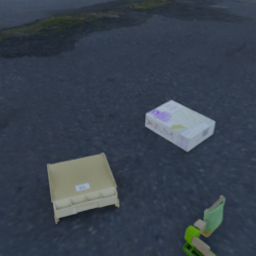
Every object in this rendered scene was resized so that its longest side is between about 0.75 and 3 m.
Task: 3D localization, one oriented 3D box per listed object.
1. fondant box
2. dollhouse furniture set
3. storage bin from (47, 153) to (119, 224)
[{"bbox_3d":[2.031,-0.155,11.203,1.620,0.654,2.246,-28,43,-33],"label":"fondant box"},{"bbox_3d":[2.182,2.614,7.044,1.543,1.011,0.775,-28,44,-33],"label":"dollhouse furniture set"},{"bbox_3d":[-1.367,1.768,8.375,1.825,0.855,1.812,-10,38,-15],"label":"storage bin"}]
